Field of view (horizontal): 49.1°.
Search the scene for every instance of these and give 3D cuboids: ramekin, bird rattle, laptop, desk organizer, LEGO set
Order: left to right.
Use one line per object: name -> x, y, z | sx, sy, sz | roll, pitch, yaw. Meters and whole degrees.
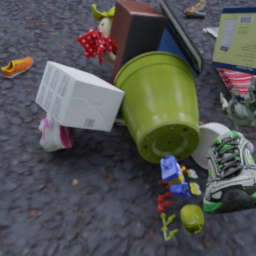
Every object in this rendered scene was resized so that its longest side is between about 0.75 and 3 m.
bird rattle -> -0.546, -2.807, 8.768 | 1.257, 1.819, 2.231 | -6, 64, 23
desk organizer -> 0.012, -1.933, 7.881 | 1.029, 2.870, 1.105 | -6, 43, -27
laptop -> 0.931, -2.132, 7.745 | 1.349, 2.328, 2.179 | -33, 82, 11
ramekin -> 2.184, 0.450, 7.166 | 0.575, 1.234, 1.234 | -27, 54, -37
LEGO set -> 2.524, -0.096, 5.786 | 0.732, 2.584, 1.678 | -5, 10, -40

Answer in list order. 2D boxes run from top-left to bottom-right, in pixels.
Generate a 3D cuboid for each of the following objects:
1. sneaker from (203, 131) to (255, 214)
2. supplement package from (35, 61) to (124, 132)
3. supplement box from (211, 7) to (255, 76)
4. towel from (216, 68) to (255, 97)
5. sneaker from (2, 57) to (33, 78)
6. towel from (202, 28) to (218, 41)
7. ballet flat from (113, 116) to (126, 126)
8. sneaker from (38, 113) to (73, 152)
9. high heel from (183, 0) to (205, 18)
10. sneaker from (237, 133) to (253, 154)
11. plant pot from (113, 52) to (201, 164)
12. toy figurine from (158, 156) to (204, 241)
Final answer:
sneaker -> 1.733, 0.705, 4.930 | 1.024, 2.624, 1.118 | -17, 93, 18
supplement package -> -1.215, -0.755, 6.903 | 1.440, 1.108, 1.506 | 9, 18, -44
supplement box -> 3.537, -2.452, 8.016 | 1.153, 1.715, 1.717 | -3, 20, -30
towel -> 4.181, -1.603, 9.420 | 1.902, 0.296, 2.630 | -6, 50, -7
sneaker -> -3.839, -2.182, 9.802 | 0.432, 0.456, 1.183 | 28, 54, 23
towel -> 3.156, -3.060, 9.271 | 1.066, 0.191, 1.107 | -15, 49, -30
ballet flat -> -0.349, -0.232, 8.267 | 0.809, 0.281, 0.281 | 18, 52, 5
sneaker -> -2.065, -0.129, 7.842 | 0.872, 0.804, 1.977 | -21, 38, 11
high heel -> 2.920, -5.426, 12.456 | 0.953, 0.477, 1.336 | 7, 59, -3
sneaker -> 2.817, 0.378, 7.355 | 0.436, 0.398, 1.064 | -2, 15, -8
plant pot -> 0.812, -0.360, 6.981 | 2.236, 2.236, 2.153 | -5, 45, -4
toy figurine -> 0.871, 1.206, 5.902 | 0.993, 1.128, 1.883 | -23, 28, 17
